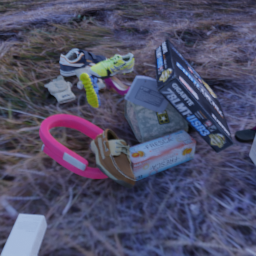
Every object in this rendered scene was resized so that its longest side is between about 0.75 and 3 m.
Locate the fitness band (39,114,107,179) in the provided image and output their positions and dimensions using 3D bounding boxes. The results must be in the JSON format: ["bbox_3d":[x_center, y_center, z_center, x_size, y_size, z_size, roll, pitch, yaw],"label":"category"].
[{"bbox_3d":[-1.438,0.517,8.632,2.733,0.511,1.962,32,31,12],"label":"fitness band"}]

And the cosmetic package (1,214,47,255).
[{"bbox_3d":[-2.370,2.632,6.389,0.646,0.470,1.270,3,38,4],"label":"cosmetic package"}]

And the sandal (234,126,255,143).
[{"bbox_3d":[4.685,0.119,9.841,1.899,0.454,0.714,-11,37,-14],"label":"sandal"}]

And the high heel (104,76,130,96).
[{"bbox_3d":[-0.339,-1.943,12.399,1.643,0.788,0.553,24,42,29],"label":"high heel"}]

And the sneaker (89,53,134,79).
[{"bbox_3d":[-0.559,-2.163,9.540,1.765,0.674,0.665,-23,58,-32],"label":"sneaker"}]

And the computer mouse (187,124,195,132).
[{"bbox_3d":[2.258,-0.277,10.454,1.263,0.481,1.824,-1,25,-2],"label":"computer mouse"}]

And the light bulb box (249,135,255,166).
[{"bbox_3d":[5.363,0.154,7.751,2.833,2.858,1.783,-4,36,-6],"label":"light bulb box"}]

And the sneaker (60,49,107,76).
[{"bbox_3d":[-2.220,-3.491,14.334,2.687,1.067,1.054,-25,41,-32],"label":"sneaker"}]

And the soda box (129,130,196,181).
[{"bbox_3d":[0.971,0.819,8.609,2.232,0.763,0.710,-16,38,-21],"label":"soda box"}]

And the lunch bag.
[{"bbox_3d":[0.947,-0.417,9.937,1.731,1.241,2.111,-12,41,-14],"label":"lunch bag"}]

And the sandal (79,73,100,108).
[{"bbox_3d":[-1.349,-1.493,10.919,0.578,1.453,0.633,1,24,38],"label":"sandal"}]

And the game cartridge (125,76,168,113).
[{"bbox_3d":[0.678,-1.034,8.513,1.357,0.905,0.275,19,28,-25],"label":"game cartridge"}]

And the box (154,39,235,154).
[{"bbox_3d":[1.967,-1.073,8.661,0.716,2.883,2.862,-37,25,25],"label":"box"}]

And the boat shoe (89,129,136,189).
[{"bbox_3d":[-0.396,0.712,7.755,0.896,0.875,2.369,30,9,-35],"label":"boat shoe"}]

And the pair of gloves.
[{"bbox_3d":[-2.373,-1.900,12.672,2.424,0.425,2.061,-24,46,-25],"label":"pair of gloves"}]
